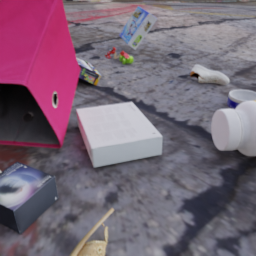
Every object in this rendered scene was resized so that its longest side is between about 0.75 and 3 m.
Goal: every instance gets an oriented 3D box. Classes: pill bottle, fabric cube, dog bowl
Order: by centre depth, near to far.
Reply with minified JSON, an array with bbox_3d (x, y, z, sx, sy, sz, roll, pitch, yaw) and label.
[{"bbox_3d":[3.668,-0.009,7.397,2.635,1.467,1.467,-2,30,-7],"label":"pill bottle"},{"bbox_3d":[-3.153,-1.463,7.505,2.975,2.919,2.966,4,59,5],"label":"fabric cube"},{"bbox_3d":[4.224,-0.988,10.208,1.122,0.442,1.122,0,29,0],"label":"dog bowl"}]

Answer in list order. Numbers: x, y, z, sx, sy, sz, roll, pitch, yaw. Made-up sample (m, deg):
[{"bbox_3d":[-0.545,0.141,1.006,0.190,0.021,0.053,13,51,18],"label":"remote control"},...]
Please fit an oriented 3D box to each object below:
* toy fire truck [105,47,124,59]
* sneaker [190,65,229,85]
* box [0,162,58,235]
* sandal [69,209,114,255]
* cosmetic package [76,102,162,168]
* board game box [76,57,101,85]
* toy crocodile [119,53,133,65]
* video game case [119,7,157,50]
[{"bbox_3d":[-0.727,-3.910,14.907,0.922,0.650,0.225,-38,-3,16],"label":"toy fire truck"},{"bbox_3d":[3.527,-2.145,12.304,1.711,0.623,0.724,27,72,28],"label":"sneaker"},{"bbox_3d":[-2.257,1.381,5.790,1.119,0.695,1.128,16,33,23],"label":"box"},{"bbox_3d":[-0.693,2.174,4.720,0.578,0.645,1.759,45,52,10],"label":"sandal"},{"bbox_3d":[-0.365,0.069,8.097,1.875,0.643,2.487,-11,29,-14],"label":"cosmetic package"},{"bbox_3d":[-2.202,-2.671,12.385,1.550,0.532,1.875,19,18,-32],"label":"board game box"},{"bbox_3d":[-0.124,-3.757,15.055,0.523,0.478,1.548,-9,30,-15],"label":"toy crocodile"},{"bbox_3d":[0.526,-6.181,17.231,0.544,2.172,2.396,27,20,-33],"label":"video game case"}]
